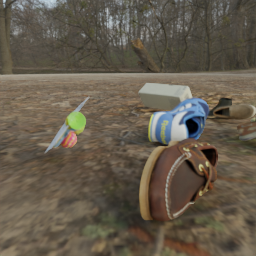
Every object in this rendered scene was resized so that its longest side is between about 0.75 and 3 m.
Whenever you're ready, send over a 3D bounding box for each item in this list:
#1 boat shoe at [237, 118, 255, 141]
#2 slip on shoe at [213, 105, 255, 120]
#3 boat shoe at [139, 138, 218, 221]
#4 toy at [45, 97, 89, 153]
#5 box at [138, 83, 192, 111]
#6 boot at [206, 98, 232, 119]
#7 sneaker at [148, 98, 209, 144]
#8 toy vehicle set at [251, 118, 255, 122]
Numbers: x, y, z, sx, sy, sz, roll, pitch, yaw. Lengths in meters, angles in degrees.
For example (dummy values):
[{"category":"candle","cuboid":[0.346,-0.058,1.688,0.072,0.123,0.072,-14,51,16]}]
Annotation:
[{"category":"boat shoe","cuboid":[3.347,-0.127,6.921,1.325,0.476,0.502,-25,-3,10]},{"category":"slip on shoe","cuboid":[3.479,-0.525,9.271,1.333,0.507,0.404,5,4,42]},{"category":"boat shoe","cuboid":[0.893,0.637,4.245,0.876,0.876,2.490,2,13,22]},{"category":"toy","cuboid":[-1.124,0.077,5.470,0.408,0.994,1.726,35,-22,-10]},{"category":"box","cuboid":[1.507,-1.256,11.399,2.081,0.855,0.711,15,55,41]},{"category":"boot","cuboid":[3.179,-0.748,10.125,1.120,0.775,0.434,1,27,12]},{"category":"sneaker","cuboid":[1.636,-0.136,7.484,1.068,0.960,2.597,12,26,38]},{"category":"toy vehicle set","cuboid":[3.786,-0.110,7.874,0.769,0.478,0.102,-18,3,-28]}]
